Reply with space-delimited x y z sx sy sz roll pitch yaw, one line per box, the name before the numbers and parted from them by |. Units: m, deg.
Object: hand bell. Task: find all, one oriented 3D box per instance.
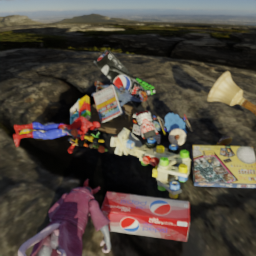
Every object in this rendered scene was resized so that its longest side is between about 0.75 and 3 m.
hand bell | 4.868 -0.962 11.461 2.844 1.481 1.481 38 42 23

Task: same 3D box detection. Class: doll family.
doll family | -1.467 0.381 9.381 1.746 0.685 1.009 11 3 -25

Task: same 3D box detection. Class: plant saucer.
plant saucer | -0.647 -0.436 12.407 2.625 0.387 2.625 6 28 -3

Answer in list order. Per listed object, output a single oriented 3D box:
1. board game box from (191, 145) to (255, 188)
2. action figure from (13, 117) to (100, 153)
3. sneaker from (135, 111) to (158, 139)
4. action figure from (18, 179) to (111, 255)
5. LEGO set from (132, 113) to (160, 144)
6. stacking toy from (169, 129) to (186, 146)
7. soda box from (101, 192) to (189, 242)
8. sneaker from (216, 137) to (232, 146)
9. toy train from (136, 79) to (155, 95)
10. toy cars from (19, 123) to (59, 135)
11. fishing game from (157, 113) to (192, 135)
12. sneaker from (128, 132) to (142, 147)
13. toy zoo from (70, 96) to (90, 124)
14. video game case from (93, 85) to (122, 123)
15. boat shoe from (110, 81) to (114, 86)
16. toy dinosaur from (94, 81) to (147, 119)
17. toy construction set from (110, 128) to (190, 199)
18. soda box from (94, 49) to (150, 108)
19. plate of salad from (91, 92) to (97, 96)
board game box | 3.008 1.199 8.808 1.931 0.334 1.308 2 56 5
action figure | -2.471 0.380 10.253 2.947 1.459 0.962 -10 40 -10
sneaker | 0.635 -0.109 9.639 0.559 0.898 1.675 -18 -4 4
action figure | -1.415 2.100 6.167 1.833 2.038 2.736 2 41 18
LEGO set | 0.739 -0.040 11.482 1.192 0.392 1.595 22 40 -9
stacking toy | 1.959 0.427 10.619 0.649 0.649 0.888 16 -6 28
soda box | 0.430 2.231 7.126 2.181 0.691 0.763 5 28 8
sneaker | 3.599 0.469 10.481 0.295 0.788 0.355 37 51 -5
toy train | 0.830 -2.417 16.494 0.610 0.452 2.164 -22 33 -19
toy cars | -3.593 0.055 11.096 1.862 0.412 0.835 -13 3 6
fishing game | 1.875 -0.058 11.176 1.574 0.245 1.127 -10 70 -37
sneaker | 0.212 0.609 10.683 0.354 0.492 0.941 -30 66 -23
toy zoo | -2.040 -0.683 11.818 1.076 0.168 1.640 -37 40 23
video game case | -0.904 -1.029 12.097 1.023 0.125 1.431 -24 67 16
boat shoe | -0.694 -2.532 16.015 0.899 0.767 2.690 34 26 -19
toy dinosaur | -0.342 -1.691 13.020 2.309 1.336 2.545 3 42 -12
toy construction set | 0.790 1.007 8.984 2.824 1.301 1.852 30 35 26
soda box | -0.295 -2.376 13.669 0.939 2.965 1.049 -44 25 3
plate of salad | -1.577 -1.815 15.516 0.893 0.215 0.893 -2 26 1
